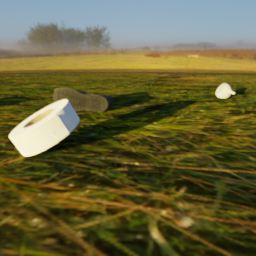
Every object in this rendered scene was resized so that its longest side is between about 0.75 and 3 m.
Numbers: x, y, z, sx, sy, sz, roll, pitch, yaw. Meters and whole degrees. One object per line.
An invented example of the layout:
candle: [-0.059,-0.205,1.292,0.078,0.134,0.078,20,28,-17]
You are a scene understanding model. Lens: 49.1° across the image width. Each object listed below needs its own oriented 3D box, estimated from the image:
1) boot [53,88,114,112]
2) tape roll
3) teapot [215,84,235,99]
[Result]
boot: [-2.159,-1.402,14.135,2.767,1.072,1.914,16,13,7]
tape roll: [-2.317,-0.026,7.835,1.897,0.663,1.897,-25,21,10]
teapot: [5.907,-2.156,17.119,0.750,1.013,1.027,32,35,-14]
